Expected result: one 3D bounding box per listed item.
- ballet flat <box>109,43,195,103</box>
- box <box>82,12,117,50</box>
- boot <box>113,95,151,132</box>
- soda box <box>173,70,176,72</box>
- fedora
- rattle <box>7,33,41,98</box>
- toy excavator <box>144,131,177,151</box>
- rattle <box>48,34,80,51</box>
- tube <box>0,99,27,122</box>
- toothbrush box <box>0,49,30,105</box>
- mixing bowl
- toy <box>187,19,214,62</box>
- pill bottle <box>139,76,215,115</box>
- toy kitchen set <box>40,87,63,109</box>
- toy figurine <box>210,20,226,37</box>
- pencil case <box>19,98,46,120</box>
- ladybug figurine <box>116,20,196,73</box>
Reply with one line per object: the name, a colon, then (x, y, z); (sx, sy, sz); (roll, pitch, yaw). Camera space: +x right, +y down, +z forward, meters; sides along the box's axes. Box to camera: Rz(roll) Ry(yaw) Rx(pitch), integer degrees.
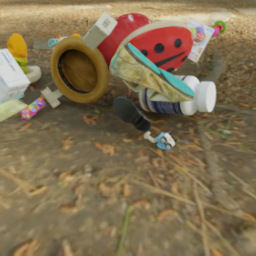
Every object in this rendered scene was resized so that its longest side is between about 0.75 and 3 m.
ballet flat: (0.655, -1.235, 7.568); (2.878, 1.017, 1.017); (23, 15, -40)
box: (-0.819, -2.664, 7.792); (0.523, 0.435, 1.273); (-59, 20, -18)
boot: (-0.026, -0.631, 8.521); (0.560, 1.618, 1.409); (-41, 37, 10)
soda box: (1.322, -3.450, 13.591); (0.783, 0.829, 2.448); (-19, 38, -27)
fedora: (-1.540, -1.981, 9.558); (2.285, 2.285, 0.932); (12, 25, 18)
rattle: (-4.557, -2.465, 11.272); (1.729, 1.897, 2.655); (17, 29, -1)
toy excavator: (0.914, 0.371, 8.255); (0.770, 0.792, 0.396); (53, 47, -3)
rattle: (-2.512, -3.348, 10.610); (1.274, 1.398, 1.957); (-31, 62, 0)
tube: (-2.661, -0.203, 5.435); (1.354, 0.351, 0.393); (-25, 31, 3)
toothbrush box: (-3.076, -1.035, 6.674); (1.001, 1.367, 0.583); (56, 39, 3)
mixing bowl: (0.159, -2.645, 9.959); (2.417, 2.417, 1.309); (-16, 56, -23)
toy: (2.128, -2.899, 8.926); (0.879, 0.360, 1.526); (30, 71, 5)
pill bottle: (1.613, -1.071, 9.214); (2.272, 1.262, 1.262); (8, 33, 33)
toy kitchen set: (-2.727, -1.129, 10.330); (0.612, 0.677, 0.750); (-37, 90, -17)
toy figurine: (5.582, -6.337, 18.179); (1.170, 0.879, 1.077); (3, 36, 47)
pencil case: (-3.265, -0.647, 9.591); (0.403, 0.403, 0.912); (22, 51, 30)
ladybug figurine: (0.792, -2.124, 8.201); (2.518, 1.710, 0.906); (-24, 45, 18)
